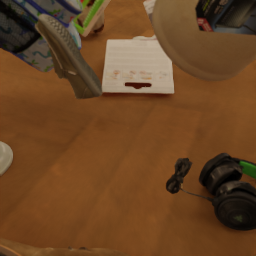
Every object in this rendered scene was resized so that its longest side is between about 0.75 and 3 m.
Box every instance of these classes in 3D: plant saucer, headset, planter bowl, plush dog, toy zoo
[{"bbox_3d":[-3.218,0.635,5.894,1.440,0.361,1.440,0,38,0],"label":"plant saucer"},{"bbox_3d":[1.793,0.960,4.858,2.326,1.093,1.436,4,35,-14],"label":"headset"},{"bbox_3d":[1.761,-2.157,4.962,2.258,1.520,2.258,5,75,-18],"label":"planter bowl"},{"bbox_3d":[-2.102,-4.675,11.688,2.226,2.592,2.080,-7,70,7],"label":"plush dog"},{"bbox_3d":[-1.910,-4.184,8.029,2.920,1.916,0.299,23,25,-37],"label":"toy zoo"}]

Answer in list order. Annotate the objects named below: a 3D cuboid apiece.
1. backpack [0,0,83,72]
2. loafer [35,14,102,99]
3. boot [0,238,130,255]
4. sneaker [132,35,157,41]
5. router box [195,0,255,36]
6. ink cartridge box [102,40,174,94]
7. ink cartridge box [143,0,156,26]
[{"bbox_3d":[-1.940,-2.403,5.436,1.787,2.431,2.225,-30,59,15],"label":"backpack"},{"bbox_3d":[-0.911,-0.943,4.064,0.486,1.395,0.524,-26,28,13],"label":"loafer"},{"bbox_3d":[-0.879,2.043,3.742,2.932,1.079,1.106,16,21,13],"label":"boot"},{"bbox_3d":[1.031,-3.080,10.647,1.775,0.713,0.766,-14,51,-5],"label":"sneaker"},{"bbox_3d":[1.105,-1.242,2.404,0.730,0.975,0.303,0,67,-10],"label":"router box"},{"bbox_3d":[0.329,-1.893,9.208,2.218,0.686,2.735,1,52,1],"label":"ink cartridge box"},{"bbox_3d":[0.801,-3.014,7.095,0.658,0.379,0.902,-21,40,12],"label":"ink cartridge box"}]
